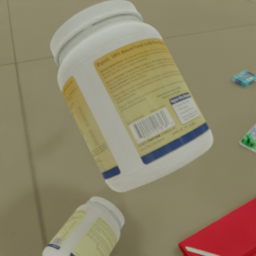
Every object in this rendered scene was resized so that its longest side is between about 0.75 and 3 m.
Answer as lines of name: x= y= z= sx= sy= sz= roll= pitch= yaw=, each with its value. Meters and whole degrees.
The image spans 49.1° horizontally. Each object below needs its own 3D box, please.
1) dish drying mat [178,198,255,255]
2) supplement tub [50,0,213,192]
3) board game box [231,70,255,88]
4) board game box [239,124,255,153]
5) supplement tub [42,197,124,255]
dish drying mat: x=2.470 y=2.318 z=6.091 sx=2.722 sy=0.248 sz=1.046 roll=-21 pitch=45 yaw=-21
supplement tub: x=-0.001 y=-0.527 z=5.010 sx=2.032 sy=2.032 sz=2.814 roll=-25 pitch=86 yaw=-25
board game box: x=4.529 y=-1.908 z=10.873 sx=0.837 sy=0.197 sz=0.632 roll=-27 pitch=48 yaw=-27
board game box: x=4.762 y=0.357 z=8.278 sx=2.112 sy=0.273 sz=2.112 roll=33 pitch=51 yaw=31
supplement tub: x=-0.828 y=2.228 z=5.571 sx=1.073 sy=1.073 sz=1.480 roll=21 pitch=45 yaw=22
